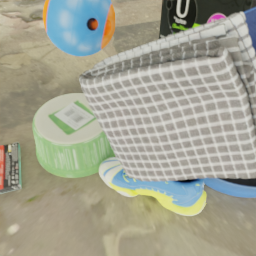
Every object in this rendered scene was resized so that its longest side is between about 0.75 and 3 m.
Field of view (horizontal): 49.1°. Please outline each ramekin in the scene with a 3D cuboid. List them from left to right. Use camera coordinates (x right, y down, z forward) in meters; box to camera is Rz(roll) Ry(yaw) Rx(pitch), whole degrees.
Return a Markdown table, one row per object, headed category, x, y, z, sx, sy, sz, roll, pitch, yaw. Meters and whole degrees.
| category | x | y | z | sx | sy | sz | roll | pitch | yaw |
| --- | --- | --- | --- | --- | --- | --- | --- | --- | --- |
| ramekin | -1.312 | 0.080 | 6.995 | 2.134 | 1.042 | 2.134 | 0 | 44 | 0 |

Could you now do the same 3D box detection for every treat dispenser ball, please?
| category | x | y | z | sx | sy | sz | roll | pitch | yaw |
| --- | --- | --- | --- | --- | --- | --- | --- | --- | --- |
| treat dispenser ball | -0.981 | -2.198 | 5.688 | 1.443 | 1.443 | 1.443 | 0 | 44 | 0 |

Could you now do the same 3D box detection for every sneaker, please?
| category | x | y | z | sx | sy | sz | roll | pitch | yaw |
| --- | --- | --- | --- | --- | --- | --- | --- | --- | --- |
| sneaker | 0.505 | 0.923 | 5.954 | 2.466 | 1.295 | 0.934 | 16 | 47 | 15 |

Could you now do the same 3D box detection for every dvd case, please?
| category | x | y | z | sx | sy | sz | roll | pitch | yaw |
| --- | --- | --- | --- | --- | --- | --- | --- | --- | --- |
| dvd case | -3.519 | 1.068 | 6.593 | 1.897 | 0.209 | 1.385 | -12 | 45 | -13 |

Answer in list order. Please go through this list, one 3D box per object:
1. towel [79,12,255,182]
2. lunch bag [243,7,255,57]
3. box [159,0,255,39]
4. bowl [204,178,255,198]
| category | x | y | z | sx | sy | sz | roll | pitch | yaw |
| --- | --- | --- | --- | --- | --- | --- | --- | --- | --- |
| towel | 0.516 | -0.158 | 3.210 | 1.933 | 1.601 | 0.827 | -7 | 29 | 36 |
| lunch bag | 2.399 | -0.471 | 4.151 | 2.875 | 1.953 | 1.902 | 11 | 79 | -34 |
| box | 2.338 | -2.846 | 6.966 | 1.737 | 2.076 | 2.795 | -16 | 34 | -28 |
| bowl | 2.676 | 0.449 | 6.970 | 2.876 | 0.565 | 2.876 | 0 | 44 | 0 |
